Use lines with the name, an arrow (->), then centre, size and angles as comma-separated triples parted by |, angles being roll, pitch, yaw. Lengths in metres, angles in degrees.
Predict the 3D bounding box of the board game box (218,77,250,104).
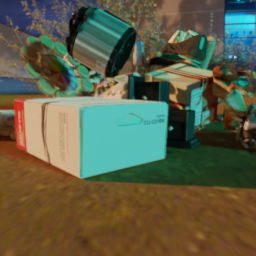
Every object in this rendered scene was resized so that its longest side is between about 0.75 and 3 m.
board game box -> 2.570, -0.893, 9.430 | 1.707, 0.355, 2.524 | -11, -17, -37

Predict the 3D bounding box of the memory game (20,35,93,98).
memory game -> -1.857, -1.575, 7.747 | 0.151, 2.376, 2.376 | -33, -9, 30

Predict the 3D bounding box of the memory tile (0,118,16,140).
memory tile -> -2.784, -0.053, 7.575 | 1.177, 0.129, 1.536 | 15, 23, 25

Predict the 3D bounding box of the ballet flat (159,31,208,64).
ballet flat -> 1.912, -2.724, 9.427 | 0.969, 0.975, 2.851 | 13, 12, -18

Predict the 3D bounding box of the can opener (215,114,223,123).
can opener -> 3.168, -0.427, 10.560 | 0.414, 0.328, 1.245 | 26, -8, -28

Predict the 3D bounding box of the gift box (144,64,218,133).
gift box -> 1.366, -0.723, 7.882 | 1.678, 1.818, 1.698 | -18, 31, -37

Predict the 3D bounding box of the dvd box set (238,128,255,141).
dvd box set -> 3.726, 0.202, 6.401 | 1.984, 0.292, 1.451 | 1, 5, 4

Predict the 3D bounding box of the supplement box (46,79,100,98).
supplement box -> -1.847, -1.088, 10.593 | 2.408, 1.517, 0.885 | 1, 4, -15

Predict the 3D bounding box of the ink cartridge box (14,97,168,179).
ink cartridge box -> -0.783, -0.014, 5.322 | 1.844, 1.070, 2.555 | -7, 11, -40

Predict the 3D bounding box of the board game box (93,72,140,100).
board game box -> -0.478, -1.108, 9.200 | 0.333, 1.213, 1.922 | 31, -19, -37

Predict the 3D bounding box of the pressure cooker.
pressure cooker -> -0.661, -1.875, 6.010 | 1.397, 1.229, 1.248 | 29, 22, 4

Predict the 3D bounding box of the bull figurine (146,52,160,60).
bull figurine -> 1.214, -3.128, 12.314 | 0.621, 0.333, 1.023 | -40, -9, 26

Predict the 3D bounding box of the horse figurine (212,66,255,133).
horse figurine -> 2.687, -0.729, 7.008 | 0.597, 2.392, 1.585 | -43, 27, -9

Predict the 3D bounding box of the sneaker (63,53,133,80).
sneaker -> -0.961, -2.267, 10.480 | 2.790, 1.114, 1.815 | 10, 12, -21

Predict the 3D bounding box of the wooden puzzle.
wooden puzzle -> 2.342, -1.993, 10.711 | 0.477, 2.370, 2.562 | 21, -4, -11

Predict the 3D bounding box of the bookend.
bookend -> 0.822, -0.403, 6.397 | 1.570, 1.560, 0.723 | 6, 9, 28

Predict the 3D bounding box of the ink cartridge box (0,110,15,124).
ink cartridge box -> -4.871, -0.176, 8.030 | 2.673, 0.670, 2.168 | 3, 8, 5

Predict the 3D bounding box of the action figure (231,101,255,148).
action figure -> 2.798, 0.000, 5.602 | 0.546, 1.025, 1.575 | -1, 20, -45

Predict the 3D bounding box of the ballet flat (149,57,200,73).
ballet flat -> 1.341, -1.986, 9.976 | 0.932, 0.927, 2.725 | -42, 30, -13

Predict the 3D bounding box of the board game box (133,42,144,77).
board game box -> 0.381, -2.407, 10.394 | 0.265, 1.042, 1.540 | -2, -4, -3
